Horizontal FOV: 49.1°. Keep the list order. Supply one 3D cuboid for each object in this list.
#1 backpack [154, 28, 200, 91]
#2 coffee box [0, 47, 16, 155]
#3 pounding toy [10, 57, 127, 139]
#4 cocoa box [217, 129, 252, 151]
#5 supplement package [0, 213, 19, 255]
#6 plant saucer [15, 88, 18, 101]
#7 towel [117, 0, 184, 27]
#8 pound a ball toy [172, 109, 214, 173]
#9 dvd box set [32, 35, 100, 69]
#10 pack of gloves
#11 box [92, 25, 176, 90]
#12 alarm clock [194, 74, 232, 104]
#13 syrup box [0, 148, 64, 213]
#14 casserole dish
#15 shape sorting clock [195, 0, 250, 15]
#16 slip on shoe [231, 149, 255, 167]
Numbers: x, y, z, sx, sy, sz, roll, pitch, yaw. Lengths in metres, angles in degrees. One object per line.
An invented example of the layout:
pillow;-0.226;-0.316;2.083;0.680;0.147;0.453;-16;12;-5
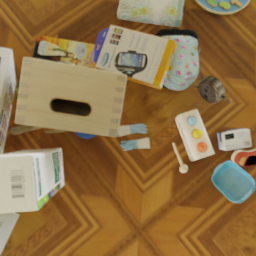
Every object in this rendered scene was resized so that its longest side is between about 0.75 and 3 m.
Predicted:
backpack;1.506;-2.106;8.692;1.531;1.161;1.835;-1;79;-2
coffee box;-4.533;-0.658;7.263;2.607;2.603;2.578;10;77;-17
pounding toy;-1.830;-0.531;7.576;2.985;2.748;2.122;8;94;-10
cocoa box;3.165;0.348;8.399;0.818;0.536;0.545;-9;91;-2
supplement package;-4.151;2.847;6.853;1.383;2.495;1.943;22;78;5
plant saucer;-3.146;-1.195;8.571;0.768;0.769;0.184;-38;95;-28
towel;0.873;-4.728;9.598;2.173;0.611;2.539;8;77;5
pound a ball toy;1.834;0.397;8.316;1.085;0.707;1.665;-17;79;-6
dvd box set;-1.962;-2.009;9.018;2.235;0.329;1.636;10;81;0
pack of gloves;0.178;0.290;8.687;0.924;0.182;0.777;-6;87;3
box;0.098;-2.094;8.144;2.286;0.474;1.361;20;88;17
alarm clock;2.489;-1.032;8.129;0.394;0.798;1.182;-39;54;-20
syrup box;-2.436;1.156;6.952;1.181;2.900;1.142;-4;89;-1
casserole dish;2.973;1.534;7.883;0.282;1.453;0.880;37;99;-30
shape sorting clock;3.239;-4.994;9.715;2.283;0.448;2.283;0;77;0
slip on shoe;3.618;0.903;8.090;1.466;0.449;0.543;3;114;-32
